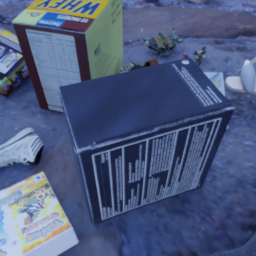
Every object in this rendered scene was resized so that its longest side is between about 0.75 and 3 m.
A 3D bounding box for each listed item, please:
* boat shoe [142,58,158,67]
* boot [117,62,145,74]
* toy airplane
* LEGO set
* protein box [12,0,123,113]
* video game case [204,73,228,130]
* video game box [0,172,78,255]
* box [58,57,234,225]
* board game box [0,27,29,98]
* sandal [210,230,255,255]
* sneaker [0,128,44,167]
[{"bbox_3d":[0.752,-2.191,9.822,0.360,0.338,1.000,28,54,23],"label":"boat shoe"},{"bbox_3d":[0.780,-1.828,9.156,1.583,0.757,2.096,33,59,20],"label":"boot"},{"bbox_3d":[4.469,-1.292,8.072,2.448,1.727,2.437,-29,53,-21],"label":"toy airplane"},{"bbox_3d":[1.590,-2.920,10.423,2.519,0.714,1.636,41,61,15],"label":"LEGO set"},{"bbox_3d":[-1.457,-2.331,8.252,1.914,2.837,2.816,12,49,10],"label":"protein box"},{"bbox_3d":[2.024,-0.809,8.199,1.617,0.195,1.774,0,72,0],"label":"video game case"},{"bbox_3d":[-2.410,2.022,5.526,2.259,0.529,2.058,-25,36,-21],"label":"video game box"},{"bbox_3d":[0.235,0.322,5.892,2.769,2.792,1.720,-16,51,-14],"label":"box"},{"bbox_3d":[-4.296,-2.295,9.329,2.303,0.653,1.904,29,68,18],"label":"board game box"},{"bbox_3d":[2.184,2.721,5.354,2.584,0.553,0.983,-15,56,-26],"label":"sandal"},{"bbox_3d":[-2.810,0.758,7.004,1.539,0.581,0.886,-40,74,-14],"label":"sneaker"}]
